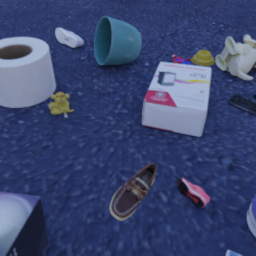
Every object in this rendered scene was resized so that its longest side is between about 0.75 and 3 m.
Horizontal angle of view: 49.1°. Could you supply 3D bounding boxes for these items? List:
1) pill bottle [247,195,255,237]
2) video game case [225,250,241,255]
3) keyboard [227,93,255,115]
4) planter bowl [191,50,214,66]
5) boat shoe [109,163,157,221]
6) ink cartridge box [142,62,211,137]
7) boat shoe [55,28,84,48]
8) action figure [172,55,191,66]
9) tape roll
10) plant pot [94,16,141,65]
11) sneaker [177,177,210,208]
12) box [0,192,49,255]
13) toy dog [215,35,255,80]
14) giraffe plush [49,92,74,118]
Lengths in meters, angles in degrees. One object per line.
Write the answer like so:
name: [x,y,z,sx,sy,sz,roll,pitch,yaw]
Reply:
pill bottle: [3.447,1.463,5.831,1.334,2.229,1.334,0,40,0]
video game case: [2.374,3.335,5.060,1.553,0.188,1.704,17,50,21]
keyboard: [4.747,-0.842,10.180,1.914,0.197,1.216,31,49,31]
planter bowl: [3.473,-3.287,12.892,1.054,0.439,1.054,0,40,0]
boat shoe: [0.165,1.209,5.620,0.529,0.528,1.466,39,44,13]
ink cartridge box: [1.754,-1.109,9.739,2.002,1.161,2.712,10,43,12]
boat shoe: [-3.010,-4.641,14.377,1.909,0.687,0.654,29,32,35]
action figure: [2.494,-2.890,12.477,0.541,0.427,1.654,-22,42,-21]
tape roll: [-4.079,-2.118,10.517,2.461,1.690,2.461,0,40,0]
plant pot: [-0.396,-3.708,12.318,1.611,2.007,2.007,-1,37,-28]
sneaker: [1.669,1.622,7.194,0.423,0.360,0.976,-16,46,-37]
box: [-3.127,2.421,4.995,2.493,1.536,2.473,5,30,6]
toy dog: [5.178,-3.020,11.843,2.094,1.461,2.030,-13,52,-16]
giraffe plush: [-2.382,-0.912,9.806,0.811,0.762,0.940,-28,47,-29]
